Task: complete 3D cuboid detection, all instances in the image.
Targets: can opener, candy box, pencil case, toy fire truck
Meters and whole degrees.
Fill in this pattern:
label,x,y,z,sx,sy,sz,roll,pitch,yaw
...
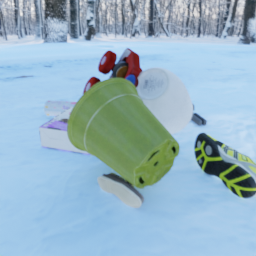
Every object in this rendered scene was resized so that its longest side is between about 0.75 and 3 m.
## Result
label,x,y,z,sx,sy,sz,roll,pitch,yaw
can opener,3.115,-0.644,13.310,0.494,0.624,1.878,-4,27,-13
candy box,-1.967,0.016,11.249,2.072,0.884,2.471,7,24,16
pencil case,-3.092,-0.889,13.582,1.904,0.792,0.864,6,34,13
toy fire truck,-0.389,-1.516,10.657,1.627,2.902,2.437,24,17,-29

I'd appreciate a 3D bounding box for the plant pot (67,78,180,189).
label,x,y,z,sx,sy,sz,roll,pitch,yaw
plant pot,0.027,0.335,7.964,2.644,2.644,2.510,-17,45,-36

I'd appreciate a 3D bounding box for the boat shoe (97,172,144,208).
label,x,y,z,sx,sy,sz,roll,pitch,yaw
boat shoe,-0.150,1.658,7.725,0.502,0.606,1.688,-24,27,-38

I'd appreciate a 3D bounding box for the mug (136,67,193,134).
label,x,y,z,sx,sy,sz,roll,pitch,yaw
mug,1.117,-0.776,10.798,2.162,2.928,2.567,16,-13,26

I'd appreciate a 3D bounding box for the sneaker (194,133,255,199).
label,x,y,z,sx,sy,sz,roll,pitch,yaw
sneaker,3.102,1.101,8.696,1.092,1.078,2.858,-3,32,-25
